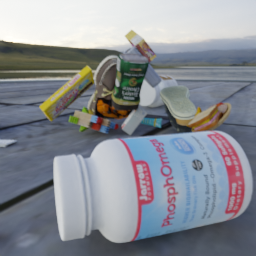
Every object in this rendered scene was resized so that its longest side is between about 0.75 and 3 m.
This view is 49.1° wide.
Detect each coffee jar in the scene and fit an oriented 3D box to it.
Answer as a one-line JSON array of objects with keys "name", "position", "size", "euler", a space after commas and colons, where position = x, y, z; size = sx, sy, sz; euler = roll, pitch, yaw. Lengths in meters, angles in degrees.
[{"name": "coffee jar", "position": [0.020, -1.228, 7.851], "size": [0.830, 1.591, 0.679], "euler": [-4, 38, -21]}]

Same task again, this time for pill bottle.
[{"name": "pill bottle", "position": [1.425, -1.898, 14.523], "size": [1.578, 1.578, 2.760], "euler": [7, 14, 29]}, {"name": "pill bottle", "position": [0.266, 0.711, 3.518], "size": [2.252, 1.225, 1.225], "euler": [-5, 13, -19]}]

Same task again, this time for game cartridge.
[{"name": "game cartridge", "position": [0.467, -2.032, 9.446], "size": [0.459, 1.495, 2.246], "euler": [-37, 15, 6]}]

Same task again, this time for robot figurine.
[{"name": "robot figurine", "position": [-0.374, -0.611, 9.325], "size": [1.103, 0.443, 1.521], "euler": [-11, -11, 17]}]

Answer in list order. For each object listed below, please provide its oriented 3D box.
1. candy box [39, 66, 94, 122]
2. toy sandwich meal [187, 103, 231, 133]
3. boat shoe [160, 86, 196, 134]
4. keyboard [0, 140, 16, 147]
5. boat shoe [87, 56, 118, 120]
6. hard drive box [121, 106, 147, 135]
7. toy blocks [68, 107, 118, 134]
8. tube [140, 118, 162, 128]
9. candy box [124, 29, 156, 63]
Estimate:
[{"name": "candy box", "position": [-2.099, -1.185, 9.910], "size": [0.288, 2.183, 1.116], "euler": [43, -13, 13]}, {"name": "toy sandwich meal", "position": [1.922, -0.293, 6.797], "size": [1.234, 0.423, 1.234], "euler": [-39, 12, 9]}, {"name": "boat shoe", "position": [1.670, -0.720, 9.433], "size": [1.039, 0.867, 2.786], "euler": [-7, 29, 1]}, {"name": "keyboard", "position": [-4.172, 0.387, 7.593], "size": [2.121, 0.113, 0.597], "euler": [1, 12, 3]}, {"name": "boat shoe", "position": [-0.747, -1.202, 9.530], "size": [0.938, 2.611, 0.777], "euler": [-1, 50, -28]}, {"name": "hard drive box", "position": [0.177, -0.252, 8.711], "size": [0.328, 0.855, 0.666], "euler": [35, 6, -8]}, {"name": "toy blocks", "position": [-0.931, -0.125, 8.363], "size": [1.015, 0.742, 1.484], "euler": [16, -3, 21]}, {"name": "tube", "position": [0.816, -0.203, 9.796], "size": [0.832, 0.322, 0.210], "euler": [9, 6, 38]}, {"name": "candy box", "position": [0.377, -2.625, 8.950], "size": [0.362, 0.749, 1.283], "euler": [-39, 35, 9]}]
